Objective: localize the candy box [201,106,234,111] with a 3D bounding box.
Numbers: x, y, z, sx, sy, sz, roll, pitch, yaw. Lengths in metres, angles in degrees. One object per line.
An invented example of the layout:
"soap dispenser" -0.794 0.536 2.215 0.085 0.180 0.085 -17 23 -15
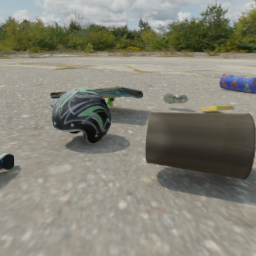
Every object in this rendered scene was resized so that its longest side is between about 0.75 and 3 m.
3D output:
"candy box" 3.166 -0.696 10.023 0.648 0.167 1.267 -5 3 -9

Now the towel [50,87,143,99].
"towel" -1.084 -1.191 10.205 2.817 0.306 2.066 -1 3 23

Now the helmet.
"helmet" -1.220 -0.362 7.236 1.424 1.358 1.424 -19 47 22

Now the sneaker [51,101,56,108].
"sneaker" -2.674 -0.958 10.846 0.361 0.326 0.846 20 26 17

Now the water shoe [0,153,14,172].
"water shoe" -2.634 0.707 5.490 0.407 0.369 1.031 0 6 8

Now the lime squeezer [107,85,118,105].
"lime squeezer" -0.642 -1.202 11.454 0.507 0.271 1.436 -45 -5 -24

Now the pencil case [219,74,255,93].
"pencil case" 5.908 -2.389 14.905 0.897 0.806 2.064 -23 28 -31

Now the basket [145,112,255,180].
"basket" 1.256 0.259 5.216 1.753 1.192 1.580 5 0 11

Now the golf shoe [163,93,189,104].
"golf shoe" 1.877 -1.100 10.891 1.035 0.405 0.503 12 3 37
